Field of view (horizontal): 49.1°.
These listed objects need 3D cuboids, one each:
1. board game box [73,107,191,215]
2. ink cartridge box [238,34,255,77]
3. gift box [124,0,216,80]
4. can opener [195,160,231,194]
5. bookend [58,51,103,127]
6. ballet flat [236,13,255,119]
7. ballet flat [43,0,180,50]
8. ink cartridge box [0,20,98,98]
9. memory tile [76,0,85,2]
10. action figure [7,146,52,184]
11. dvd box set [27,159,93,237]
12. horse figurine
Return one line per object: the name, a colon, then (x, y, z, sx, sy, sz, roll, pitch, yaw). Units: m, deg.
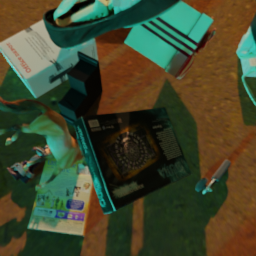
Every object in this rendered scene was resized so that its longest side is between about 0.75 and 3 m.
board game box: (0.222, 0.489, 5.675, 2.524, 0.355, 1.707, -10, 76, -47)
ink cartridge box: (4.392, -2.441, 9.449, 1.007, 0.590, 1.394, 2, 65, 1)
gift box: (1.137, -2.344, 6.993, 1.698, 1.678, 1.818, 34, 24, 1)
can opener: (2.373, 1.336, 7.735, 1.245, 0.328, 0.414, -41, 70, -18)
bookend: (-1.508, -1.087, 8.250, 0.723, 1.560, 1.570, 28, 68, 12)
ballet flat: (2.857, -1.417, 5.965, 0.932, 0.927, 2.725, -11, 81, 34)
ballet flat: (-0.384, -2.332, 5.372, 2.851, 0.975, 0.969, -19, 61, 14)
ink cartridge box: (-2.563, -2.463, 9.187, 2.555, 1.070, 1.844, -35, 69, -16)
memory tile: (-1.012, -4.319, 8.854, 1.536, 1.177, 0.129, 26, 27, -2)
action figure: (-2.442, 0.818, 7.672, 1.575, 1.025, 0.546, -40, 76, -8)
dvd box set: (-1.709, 1.784, 7.535, 1.451, 0.292, 1.984, 6, 64, 3)
horse figurine: (-1.686, 0.291, 5.870, 1.585, 2.392, 0.597, -27, 32, -3)
